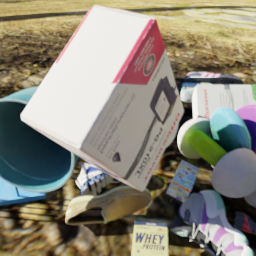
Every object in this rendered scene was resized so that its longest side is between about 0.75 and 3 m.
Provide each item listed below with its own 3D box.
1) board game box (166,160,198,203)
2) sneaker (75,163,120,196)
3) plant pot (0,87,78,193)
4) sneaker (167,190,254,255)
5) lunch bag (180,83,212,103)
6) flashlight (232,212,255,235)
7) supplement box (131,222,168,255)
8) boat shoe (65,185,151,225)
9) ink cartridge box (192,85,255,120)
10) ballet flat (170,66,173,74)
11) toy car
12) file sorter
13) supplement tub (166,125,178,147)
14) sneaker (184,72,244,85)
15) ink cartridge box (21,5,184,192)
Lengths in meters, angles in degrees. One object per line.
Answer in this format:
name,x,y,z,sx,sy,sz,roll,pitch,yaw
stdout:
board game box,1.210,1.162,6.194,0.436,0.428,0.832,27,31,12
sneaker,-0.829,1.241,7.897,1.605,0.648,0.927,-25,43,-31
plant pot,-1.840,-0.003,6.309,2.114,2.114,1.986,7,28,10
sneaker,1.505,2.316,5.928,1.557,0.865,2.226,-3,31,-10
lunch bag,3.051,-1.567,12.295,1.542,0.594,1.237,6,33,9
flashlight,3.098,2.306,6.460,1.251,0.424,0.425,11,38,19
supplement box,0.422,2.574,5.469,0.675,1.005,1.004,2,30,5
boat shoe,-0.455,1.922,6.521,2.060,0.738,0.784,-17,15,8
ink cartridge box,3.467,-0.528,9.623,2.372,0.985,1.739,2,71,2
ballet flat,1.108,-2.685,13.122,1.047,1.047,2.917,24,12,32
toy car,2.870,0.478,7.052,2.844,2.132,2.489,24,16,-28
file sorter,-3.561,0.984,7.524,2.437,1.495,1.691,-6,34,-11
supplement tub,0.103,-0.365,9.202,2.790,1.709,1.709,10,33,32
sneaker,3.965,-2.220,12.994,2.653,0.931,1.088,8,37,11
ink cartridge box,-0.116,-0.265,5.037,1.214,2.879,2.084,23,77,27
